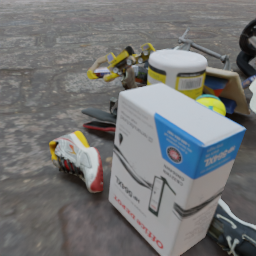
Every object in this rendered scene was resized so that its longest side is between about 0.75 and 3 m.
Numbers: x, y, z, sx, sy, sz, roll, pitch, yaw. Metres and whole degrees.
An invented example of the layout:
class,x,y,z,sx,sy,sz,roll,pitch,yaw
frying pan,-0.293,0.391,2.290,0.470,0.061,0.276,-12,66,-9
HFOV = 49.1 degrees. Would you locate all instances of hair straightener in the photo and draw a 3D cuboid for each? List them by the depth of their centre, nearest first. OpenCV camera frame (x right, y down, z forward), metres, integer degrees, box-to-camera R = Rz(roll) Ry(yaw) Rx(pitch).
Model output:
class,x,y,z,sx,sy,sz,roll,pitch,yaw
hair straightener,-0.381,-0.303,7.201,0.493,0.927,2.409,-20,24,-40

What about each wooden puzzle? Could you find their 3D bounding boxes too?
class,x,y,z,sx,sy,sz,roll,pitch,yaw
wooden puzzle,2.369,-1.091,8.372,2.149,2.321,0.537,23,81,40

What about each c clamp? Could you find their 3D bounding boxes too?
class,x,y,z,sx,sy,sz,roll,pitch,yaw
c clamp,3.072,-2.970,11.469,2.633,0.357,2.249,33,65,13

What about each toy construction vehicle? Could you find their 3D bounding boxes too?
class,x,y,z,sx,sy,sz,roll,pitch,yaw
toy construction vehicle,-0.175,-1.966,8.233,1.799,0.634,1.566,-25,6,26

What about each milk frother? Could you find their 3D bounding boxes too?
class,x,y,z,sx,sy,sz,roll,pitch,yaw
milk frother,5.341,-3.455,10.701,2.561,2.838,2.670,-22,36,12

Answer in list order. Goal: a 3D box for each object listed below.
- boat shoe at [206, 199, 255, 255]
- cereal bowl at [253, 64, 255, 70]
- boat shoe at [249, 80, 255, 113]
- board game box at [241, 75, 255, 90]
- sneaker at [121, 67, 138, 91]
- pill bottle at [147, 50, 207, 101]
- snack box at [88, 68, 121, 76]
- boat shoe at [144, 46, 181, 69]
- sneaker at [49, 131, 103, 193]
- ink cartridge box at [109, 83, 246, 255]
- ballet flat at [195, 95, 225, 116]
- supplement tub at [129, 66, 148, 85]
class,x,y,z,sx,sy,sz,roll,pitch,yaw
boat shoe,1.676,1.772,4.594,0.544,0.682,1.804,-13,21,-22
cereal bowl,5.771,-2.521,12.064,0.764,0.318,0.764,0,31,0
boat shoe,3.656,-0.780,7.232,0.678,0.799,2.195,41,31,-5
board game box,3.922,-1.429,9.486,0.722,1.066,0.184,-24,80,-35
sneaker,0.001,-1.428,9.464,0.512,0.477,1.355,-3,73,-34
pill bottle,1.062,-0.582,6.773,1.302,2.339,1.302,3,29,-1
snack box,-0.812,-2.377,11.858,1.671,0.203,0.601,-5,30,-13
boat shoe,1.708,-2.967,12.099,0.822,1.030,2.725,16,30,35
sneaker,-1.145,0.788,6.108,0.878,0.832,2.137,-15,25,-24
ink cartridge box,0.592,0.694,4.558,0.974,2.312,1.688,-18,39,-36
ballet flat,1.317,0.435,5.406,0.817,2.444,0.819,4,54,5
supplement tub,0.430,-1.978,10.473,0.969,0.594,0.594,10,27,-20
